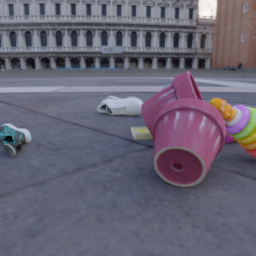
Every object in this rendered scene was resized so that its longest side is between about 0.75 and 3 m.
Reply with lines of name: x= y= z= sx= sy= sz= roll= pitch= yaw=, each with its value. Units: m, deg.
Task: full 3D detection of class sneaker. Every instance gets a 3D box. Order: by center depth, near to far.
sneaker: x=-3.721 y=0.654 z=9.271 sx=0.547 sy=0.385 sz=1.030 roll=-13 pitch=18 yaw=-36
sneaker: x=-4.459 y=0.283 z=10.374 sx=1.709 sy=0.663 sz=0.779 roll=6 pitch=18 yaw=27
sneaker: x=-0.400 y=-1.081 z=15.546 sx=2.808 sy=1.073 sz=1.130 roll=5 pitch=26 yaw=35

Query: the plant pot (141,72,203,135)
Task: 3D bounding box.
plant pot: x=1.738 y=-0.619 z=10.435 sx=2.092 sy=2.337 sz=2.337 roll=-23 pitch=6 yaw=19

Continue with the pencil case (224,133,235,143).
pencil case: x=4.475 y=-0.105 z=11.031 sx=2.414 sy=1.067 sz=1.067 roll=-11 pitch=17 yaw=-38

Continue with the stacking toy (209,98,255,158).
stacking toy: x=3.322 y=-0.142 z=8.100 sx=2.597 sy=1.425 sz=1.507 roll=26 pitch=20 yaw=-22

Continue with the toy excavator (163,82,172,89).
toy excavator: x=2.415 y=-1.397 z=14.570 sx=2.922 sy=1.460 sz=2.841 roll=-2 pitch=26 yaw=-45

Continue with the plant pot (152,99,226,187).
plant pot: x=1.462 y=0.470 z=7.196 sx=1.940 sy=1.940 sz=1.736 roll=5 pitch=34 yaw=18

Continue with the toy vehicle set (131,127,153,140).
toy vehicle set: x=0.600 y=0.209 z=11.545 sx=0.843 sy=0.180 sz=1.356 roll=-1 pitch=14 yaw=-6
